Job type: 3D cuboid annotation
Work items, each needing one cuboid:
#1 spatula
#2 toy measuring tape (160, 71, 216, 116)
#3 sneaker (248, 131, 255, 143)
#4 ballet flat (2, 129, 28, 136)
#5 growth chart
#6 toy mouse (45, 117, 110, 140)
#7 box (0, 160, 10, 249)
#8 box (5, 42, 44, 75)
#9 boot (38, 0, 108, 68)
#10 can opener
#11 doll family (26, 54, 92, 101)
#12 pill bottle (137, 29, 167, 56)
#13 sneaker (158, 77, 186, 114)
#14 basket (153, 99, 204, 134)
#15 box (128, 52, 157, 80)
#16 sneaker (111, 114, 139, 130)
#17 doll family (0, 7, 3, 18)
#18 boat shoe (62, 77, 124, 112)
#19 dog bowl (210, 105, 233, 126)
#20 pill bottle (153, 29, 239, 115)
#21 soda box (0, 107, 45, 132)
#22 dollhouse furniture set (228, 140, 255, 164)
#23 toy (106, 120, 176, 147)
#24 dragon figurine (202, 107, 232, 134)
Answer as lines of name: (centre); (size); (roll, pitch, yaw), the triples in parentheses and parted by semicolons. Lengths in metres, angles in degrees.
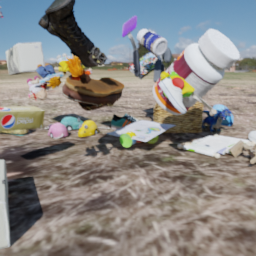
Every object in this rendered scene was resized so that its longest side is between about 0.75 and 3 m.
spatula: (0.182, -2.898, 9.869); (0.746, 2.639, 0.271); (-27, -29, 36)
toy measuring tape: (1.545, -0.852, 7.735); (1.858, 0.683, 0.683); (45, 27, 11)
sneaker: (5.383, 0.299, 9.991); (0.844, 0.889, 2.210); (-12, 16, -34)
ballet flat: (-5.351, -0.129, 11.973); (2.313, 0.817, 0.817); (3, 14, 14)
growth chart: (3.277, 0.614, 10.068); (2.537, 0.225, 1.836); (-11, 18, -39)
toy mouse: (-2.648, -0.066, 12.152); (2.587, 0.563, 2.911); (7, 15, 28)
box: (-2.733, 1.388, 5.418); (0.756, 0.909, 2.211); (-5, 16, -23)
box: (-3.965, -2.573, 10.665); (0.858, 1.031, 2.509); (-12, 12, -30)
boot: (-1.366, -2.621, 7.916); (2.090, 0.831, 2.400); (42, -16, -23)
can opener: (1.597, -2.881, 12.849); (0.718, 2.148, 0.573); (-14, -38, 29)
doll family: (-1.552, -1.194, 6.155); (1.600, 0.721, 0.993); (-26, 43, -18)
pill bottle: (0.988, -3.636, 11.808); (0.752, 0.752, 1.299); (-10, 41, -37)
sneaker: (1.206, -0.806, 7.053); (0.371, 1.049, 0.383); (-36, 20, 14)
basket: (2.203, -0.665, 12.573); (2.077, 1.548, 1.483); (-2, 14, -4)
box: (0.844, -3.125, 14.025); (0.883, 0.279, 1.605); (42, 58, 11)
sneaker: (0.079, -0.253, 12.582); (1.824, 0.729, 0.651); (4, 14, 18)
doll family: (-4.386, -3.544, 8.745); (0.883, 0.548, 0.398); (-13, 56, 4)
boat shoe: (-1.073, -1.001, 8.957); (1.055, 1.054, 2.996); (38, 21, 18)
dog bowl: (4.395, -0.593, 13.023); (0.808, 0.359, 1.449); (6, -25, 47)
pill bottle: (1.984, -1.624, 8.521); (1.396, 1.396, 2.548); (-13, -25, -42)
soda box: (-3.205, -0.264, 7.731); (0.586, 0.554, 1.732); (20, 17, 35)
dollhouse furniture set: (3.693, 0.883, 8.603); (0.504, 0.590, 1.139); (-40, 15, 3)
toy: (0.563, 0.276, 10.575); (1.572, 0.645, 2.731); (10, 13, 29)
dragon figurine: (3.690, -0.457, 12.504); (0.687, 1.161, 2.335); (-5, 14, -20)
